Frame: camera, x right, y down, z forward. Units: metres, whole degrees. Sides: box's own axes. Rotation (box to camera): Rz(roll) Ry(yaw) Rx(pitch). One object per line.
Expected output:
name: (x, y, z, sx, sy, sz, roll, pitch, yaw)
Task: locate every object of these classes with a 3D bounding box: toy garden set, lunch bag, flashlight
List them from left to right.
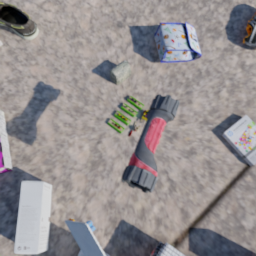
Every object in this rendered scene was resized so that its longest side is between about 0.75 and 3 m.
lunch bag: (-0.287, -2.082, 10.359, 0.782, 0.656, 0.545, -38, 76, -12)
toy garden set: (0.131, -0.361, 9.985, 1.153, 0.276, 1.383, 36, 75, 11)
flashlight: (0.608, 0.310, 6.582, 0.789, 0.792, 2.331, 27, 70, -6)
lunch bag: (1.951, -3.245, 10.618, 1.574, 0.974, 1.338, -3, 71, -16)

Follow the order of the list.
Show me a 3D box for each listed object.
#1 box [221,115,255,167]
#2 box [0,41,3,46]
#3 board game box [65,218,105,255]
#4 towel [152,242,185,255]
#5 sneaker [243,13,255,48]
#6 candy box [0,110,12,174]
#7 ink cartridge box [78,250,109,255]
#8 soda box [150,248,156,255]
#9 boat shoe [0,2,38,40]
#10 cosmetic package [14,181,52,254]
box: (4.175, 0.432, 9.716, 1.126, 0.297, 1.444, -36, 74, -11)
box: (-6.099, -3.970, 11.067, 2.602, 0.503, 0.539, 38, 76, 12)
board game box: (-0.649, 1.980, 4.794, 0.123, 0.953, 0.953, -32, 96, -35)
towel: (1.283, 4.309, 8.072, 1.742, 0.746, 1.443, 35, 77, -4)
sneaker: (5.093, -4.096, 10.969, 0.846, 0.857, 2.190, 12, 70, 15)
candy box: (-4.927, 0.533, 9.470, 1.524, 0.682, 2.235, -16, 72, -4)
ink cartridge box: (-0.894, 4.904, 7.306, 1.986, 1.140, 2.734, 10, 67, 44)
soda box: (0.766, 4.031, 8.530, 0.283, 0.257, 0.810, 35, 74, 11)
boat shoe: (-4.796, -4.498, 11.073, 2.745, 0.826, 0.979, 30, 74, 9)
cosmetic package: (-2.854, 2.706, 8.575, 0.752, 1.033, 2.032, 1, 73, 0)
